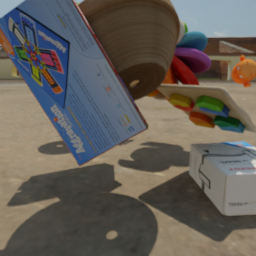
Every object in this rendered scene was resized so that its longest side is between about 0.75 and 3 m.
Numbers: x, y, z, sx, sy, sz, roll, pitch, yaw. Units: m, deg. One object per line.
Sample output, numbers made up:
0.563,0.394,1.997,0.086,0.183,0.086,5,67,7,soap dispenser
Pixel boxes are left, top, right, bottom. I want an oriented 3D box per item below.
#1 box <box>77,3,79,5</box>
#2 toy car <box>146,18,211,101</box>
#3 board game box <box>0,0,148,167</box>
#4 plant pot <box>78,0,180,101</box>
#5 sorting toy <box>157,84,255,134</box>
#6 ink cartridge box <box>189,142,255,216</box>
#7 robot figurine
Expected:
-0.956,-2.801,8.191,2.576,1.511,0.623,-14,49,-31,box
1.720,-2.282,9.856,2.226,2.969,2.598,22,-7,26,toy car
-0.988,-0.874,4.884,1.474,2.863,0.278,-29,8,10,board game box
-0.046,-1.390,5.779,2.672,1.233,2.672,-17,-24,-8,plant pot
1.853,-0.412,6.735,2.045,0.403,2.210,33,-8,-39,sorting toy
2.453,1.030,6.343,1.548,0.894,2.120,-1,13,-6,ink cartridge box
2.573,-1.241,6.199,0.481,0.593,0.825,26,3,7,robot figurine
